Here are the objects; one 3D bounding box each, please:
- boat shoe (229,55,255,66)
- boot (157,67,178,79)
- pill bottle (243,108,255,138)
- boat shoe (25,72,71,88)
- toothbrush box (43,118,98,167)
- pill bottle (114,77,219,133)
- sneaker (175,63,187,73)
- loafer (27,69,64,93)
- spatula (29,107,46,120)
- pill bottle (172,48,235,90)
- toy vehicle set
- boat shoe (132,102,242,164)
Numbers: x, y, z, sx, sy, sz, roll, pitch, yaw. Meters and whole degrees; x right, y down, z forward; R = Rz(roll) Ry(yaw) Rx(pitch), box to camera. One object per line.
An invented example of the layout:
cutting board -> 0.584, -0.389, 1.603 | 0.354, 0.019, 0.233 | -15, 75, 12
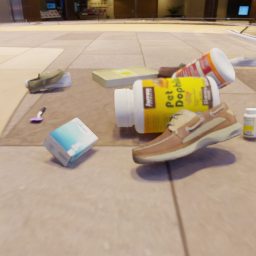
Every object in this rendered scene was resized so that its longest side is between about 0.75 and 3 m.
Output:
boat shoe -> 6.384, -3.844, 15.883 | 1.739, 0.568, 0.640 | 2, 25, 4
boot -> 2.482, -2.657, 12.868 | 1.967, 0.856, 2.365 | 15, 34, 12
pill bottle -> 3.382, -0.142, 7.678 | 0.412, 0.754, 0.412 | -3, 13, 1
boat shoe -> -3.480, -2.128, 12.172 | 1.964, 0.642, 0.723 | -5, 26, -11
toothbrush box -> -1.379, 0.323, 6.816 | 0.780, 0.454, 1.065 | 43, 38, 4
pill bottle -> 1.028, -0.633, 7.915 | 2.741, 1.497, 1.497 | -4, 25, 1
sneaker -> 2.608, -2.115, 11.043 | 1.819, 1.042, 0.695 | -9, 21, 26
loafer -> -3.376, -2.005, 11.431 | 1.634, 0.551, 0.621 | -33, 33, -11
spatula -> -2.914, -0.462, 9.261 | 0.362, 0.132, 1.281 | 1, 25, -2
pill bottle -> 2.185, -1.496, 9.079 | 2.190, 1.200, 1.200 | -30, 5, 37
toy vehicle set -> -0.129, -2.445, 13.166 | 2.719, 0.360, 1.689 | -12, 28, -24
boat shoe -> 1.299, 0.104, 6.520 | 2.785, 1.000, 1.054 | -17, -5, -20
